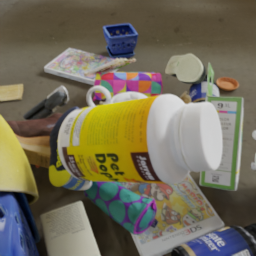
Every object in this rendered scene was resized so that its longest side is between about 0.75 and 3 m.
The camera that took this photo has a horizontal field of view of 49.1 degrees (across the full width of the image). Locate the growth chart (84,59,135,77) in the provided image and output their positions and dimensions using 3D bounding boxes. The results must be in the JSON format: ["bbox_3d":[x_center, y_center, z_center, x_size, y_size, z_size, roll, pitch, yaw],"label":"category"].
[{"bbox_3d":[-0.683,-2.231,10.303,1.520,0.186,2.100,-21,6,21],"label":"growth chart"}]

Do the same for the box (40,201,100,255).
[{"bbox_3d":[-1.016,2.794,5.648,1.007,0.838,2.451,-15,45,-15],"label":"box"}]

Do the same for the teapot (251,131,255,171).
[{"bbox_3d":[3.741,0.948,7.055,1.181,1.596,1.617,-15,9,30],"label":"teapot"}]

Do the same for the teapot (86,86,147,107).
[{"bbox_3d":[0.052,-0.356,8.340,2.176,1.589,2.147,-10,42,-18],"label":"teapot"}]

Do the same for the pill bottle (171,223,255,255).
[{"bbox_3d":[1.952,2.639,5.633,1.947,1.089,1.089,-14,44,-15],"label":"pill bottle"}]

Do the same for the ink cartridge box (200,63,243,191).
[{"bbox_3d":[2.381,-0.054,6.961,0.852,2.872,1.491,4,4,22],"label":"ink cartridge box"}]

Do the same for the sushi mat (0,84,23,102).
[{"bbox_3d":[-5.012,-1.272,10.608,2.005,0.121,0.959,-7,42,-8],"label":"sushi mat"}]

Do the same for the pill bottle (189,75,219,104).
[{"bbox_3d":[2.611,-1.022,9.664,1.034,1.034,1.849,7,43,7],"label":"pill bottle"}]

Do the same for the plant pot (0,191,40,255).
[{"bbox_3d":[-2.960,2.308,4.937,2.722,2.722,2.447,-10,36,-10],"label":"plant pot"}]

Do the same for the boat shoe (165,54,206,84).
[{"bbox_3d":[2.087,-1.943,9.517,0.871,0.925,2.576,24,11,-16],"label":"boat shoe"}]

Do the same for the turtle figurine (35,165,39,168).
[{"bbox_3d":[-3.320,0.717,7.846,2.807,0.904,2.263,27,51,22],"label":"turtle figurine"}]

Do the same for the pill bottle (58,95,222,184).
[{"bbox_3d":[0.172,0.244,5.200,2.827,1.544,1.544,-6,35,34],"label":"pill bottle"}]

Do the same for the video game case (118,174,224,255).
[{"bbox_3d":[0.874,1.884,7.064,2.092,0.263,2.299,-15,44,-16],"label":"video game case"}]

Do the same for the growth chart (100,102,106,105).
[{"bbox_3d":[-0.631,-0.321,9.542,1.223,0.150,1.690,5,44,5],"label":"growth chart"}]

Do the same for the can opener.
[{"bbox_3d":[-2.652,-0.639,8.687,0.673,2.014,0.537,-6,70,-61],"label":"can opener"}]

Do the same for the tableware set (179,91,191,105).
[{"bbox_3d":[1.683,-0.349,8.881,0.177,1.273,1.524,17,40,-42],"label":"tableware set"}]

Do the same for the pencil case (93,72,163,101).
[{"bbox_3d":[-0.027,-1.489,10.150,2.536,1.121,1.121,1,43,1],"label":"pencil case"}]

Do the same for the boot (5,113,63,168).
[{"bbox_3d":[-2.620,0.118,7.880,2.723,0.985,2.265,20,26,4],"label":"boot"}]

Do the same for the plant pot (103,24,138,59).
[{"bbox_3d":[-0.365,-3.860,12.649,1.307,1.176,1.308,-10,44,-12],"label":"plant pot"}]

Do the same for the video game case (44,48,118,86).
[{"bbox_3d":[-1.900,-2.658,12.028,2.746,0.247,1.966,18,45,18],"label":"video game case"}]

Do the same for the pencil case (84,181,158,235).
[{"bbox_3d":[-0.210,1.665,6.565,1.926,0.820,0.890,24,61,40],"label":"pencil case"}]

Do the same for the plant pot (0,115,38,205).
[{"bbox_3d":[-3.343,0.601,5.511,2.862,2.862,2.032,-9,69,-9],"label":"plant pot"}]

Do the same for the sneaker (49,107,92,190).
[{"bbox_3d":[-1.301,0.493,6.724,0.847,0.942,2.291,-30,45,27],"label":"sneaker"}]

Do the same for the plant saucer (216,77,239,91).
[{"bbox_3d":[3.915,-1.713,11.066,0.848,0.159,0.848,-1,43,1],"label":"plant saucer"}]
